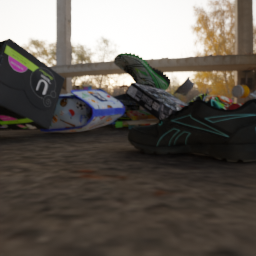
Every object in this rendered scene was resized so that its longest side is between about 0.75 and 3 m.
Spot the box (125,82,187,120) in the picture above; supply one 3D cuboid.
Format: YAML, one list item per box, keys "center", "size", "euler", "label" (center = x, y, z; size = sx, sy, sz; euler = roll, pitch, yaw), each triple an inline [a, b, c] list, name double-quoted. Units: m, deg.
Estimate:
- center: [1.354, -0.877, 10.598]
  size: [1.921, 0.606, 2.436]
  euler: [4, 27, -43]
  label: "box"

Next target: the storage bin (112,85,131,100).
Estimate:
- center: [-0.512, -1.053, 14.106]
  size: [1.851, 2.005, 2.756]
  euler: [-10, 4, 5]
  label: "storage bin"

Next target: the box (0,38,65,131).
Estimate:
- center: [-3.453, -0.989, 7.669]
  size: [2.625, 1.632, 1.950]
  euler: [-1, -23, 36]
  label: "box"

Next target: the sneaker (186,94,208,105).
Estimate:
- center: [2.735, -0.873, 12.264]
  size: [2.348, 0.885, 0.897]
  euler: [-32, 23, -34]
  label: "sneaker"

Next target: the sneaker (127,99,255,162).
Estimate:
- center: [1.190, -0.005, 5.266]
  size: [2.636, 1.045, 0.994]
  euler: [1, 6, 30]
  label: "sneaker"

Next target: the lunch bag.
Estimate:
- center: [-1.491, -0.565, 9.365]
  size: [2.264, 1.402, 1.925]
  euler: [0, 6, 31]
  label: "lunch bag"

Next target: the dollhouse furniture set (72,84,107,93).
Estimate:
- center: [-2.031, -1.607, 14.666]
  size: [1.396, 0.911, 1.318]
  euler: [31, 29, 35]
  label: "dollhouse furniture set"

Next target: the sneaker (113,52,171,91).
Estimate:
- center: [0.513, -2.323, 12.310]
  size: [2.743, 1.168, 1.070]
  euler: [32, -17, -1]
  label: "sneaker"

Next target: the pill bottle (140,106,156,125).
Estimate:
- center: [0.897, -1.036, 13.476]
  size: [1.584, 1.584, 2.650]
  euler: [0, 18, -1]
  label: "pill bottle"

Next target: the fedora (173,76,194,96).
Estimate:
- center: [2.443, -1.693, 11.967]
  size: [0.941, 0.481, 1.064]
  euler: [-50, -2, -37]
  label: "fedora"

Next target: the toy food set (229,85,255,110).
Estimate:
- center: [3.757, -0.412, 8.216]
  size: [1.107, 1.174, 2.460]
  euler: [-3, 37, -35]
  label: "toy food set"

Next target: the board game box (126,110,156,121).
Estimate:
- center: [0.829, -0.547, 11.238]
  size: [1.637, 0.245, 0.782]
  euler: [-2, 19, -19]
  label: "board game box"

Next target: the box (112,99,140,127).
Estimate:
- center: [-0.077, -0.605, 11.559]
  size: [1.170, 1.130, 0.278]
  euler: [2, 3, -28]
  label: "box"

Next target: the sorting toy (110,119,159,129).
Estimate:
- center: [0.434, -0.137, 10.710]
  size: [2.358, 0.321, 1.328]
  euler: [-5, 2, -13]
  label: "sorting toy"

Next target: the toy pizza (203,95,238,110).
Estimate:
- center: [4.202, -0.797, 11.731]
  size: [2.209, 0.350, 2.209]
  euler: [14, 37, -11]
  label: "toy pizza"
